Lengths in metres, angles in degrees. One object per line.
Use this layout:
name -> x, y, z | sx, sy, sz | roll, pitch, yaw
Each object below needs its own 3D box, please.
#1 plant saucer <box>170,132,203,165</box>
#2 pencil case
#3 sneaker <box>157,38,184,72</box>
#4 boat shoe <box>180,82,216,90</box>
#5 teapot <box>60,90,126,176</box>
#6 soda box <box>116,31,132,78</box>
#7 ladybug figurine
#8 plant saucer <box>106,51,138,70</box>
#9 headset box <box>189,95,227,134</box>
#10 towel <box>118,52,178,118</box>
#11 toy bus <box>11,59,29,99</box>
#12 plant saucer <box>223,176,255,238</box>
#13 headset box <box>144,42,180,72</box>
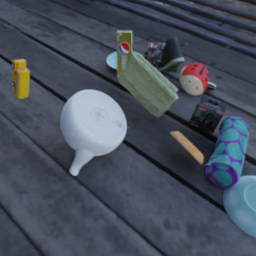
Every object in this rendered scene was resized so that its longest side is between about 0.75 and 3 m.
plant saucer -> 1.921, 0.595, 8.995 | 0.264, 1.413, 1.413 | -44, 52, 4
pencil case -> 3.282, 0.736, 9.250 | 1.045, 1.135, 2.456 | 49, 47, -15
sneaker -> 1.568, -2.755, 10.705 | 0.665, 1.777, 0.944 | -10, 90, -18
boat shoe -> 3.064, -1.807, 12.362 | 1.552, 0.557, 0.525 | 8, 81, -1
teapot -> -1.326, -0.028, 9.383 | 2.355, 1.720, 2.325 | -27, 81, -45
soda box -> -0.153, -3.182, 12.203 | 0.663, 1.957, 0.627 | 1, 26, 2
ladybug figurine -> 2.499, -1.872, 10.325 | 1.132, 0.600, 1.668 | 35, 48, -7
plant saucer -> -0.139, -3.214, 13.814 | 1.849, 0.356, 1.849 | 0, 45, 0
headset box -> 2.890, -0.527, 10.150 | 0.984, 1.322, 0.511 | 23, 53, 9
towel -> 0.679, -1.514, 10.235 | 2.283, 1.694, 0.417 | 46, 54, 6
toy bus -> -3.634, -1.658, 9.468 | 0.495, 1.264, 0.411 | 38, 40, 27
plant saucer -> 3.941, 2.183, 8.233 | 2.173, 0.418, 2.173 | 0, 44, 0
headset box -> 1.588, -3.388, 13.378 | 1.629, 1.212, 0.629 | 4, 44, 6
